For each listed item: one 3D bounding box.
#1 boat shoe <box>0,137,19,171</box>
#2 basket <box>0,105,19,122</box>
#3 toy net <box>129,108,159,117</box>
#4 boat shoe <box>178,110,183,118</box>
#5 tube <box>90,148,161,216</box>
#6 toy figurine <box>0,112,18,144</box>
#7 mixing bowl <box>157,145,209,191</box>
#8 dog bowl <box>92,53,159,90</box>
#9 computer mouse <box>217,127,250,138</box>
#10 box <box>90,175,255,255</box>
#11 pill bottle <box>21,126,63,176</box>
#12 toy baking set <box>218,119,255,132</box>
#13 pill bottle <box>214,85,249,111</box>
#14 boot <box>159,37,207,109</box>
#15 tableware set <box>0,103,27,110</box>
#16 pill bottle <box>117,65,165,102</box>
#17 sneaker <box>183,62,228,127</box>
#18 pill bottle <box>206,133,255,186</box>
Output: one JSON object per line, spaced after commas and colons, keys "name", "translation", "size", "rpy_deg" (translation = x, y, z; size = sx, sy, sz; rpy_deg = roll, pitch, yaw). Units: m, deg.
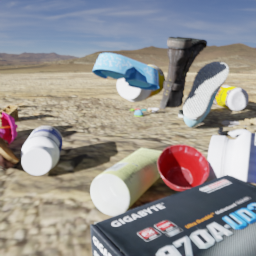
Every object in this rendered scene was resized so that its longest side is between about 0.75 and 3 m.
{"name": "boat shoe", "translation": [-3.152, 0.599, 6.470], "size": [0.760, 0.761, 2.163], "rpy_deg": [-47, 30, -16]}
{"name": "basket", "translation": [-4.767, -0.572, 11.086], "size": [0.591, 0.617, 0.828], "rpy_deg": [-13, 20, -42]}
{"name": "toy net", "translation": [0.764, -0.715, 12.442], "size": [1.373, 0.265, 0.720], "rpy_deg": [-8, 13, -34]}
{"name": "boat shoe", "translation": [2.675, -0.610, 11.749], "size": [1.121, 0.357, 0.396], "rpy_deg": [1, 14, 5]}
{"name": "tube", "translation": [0.274, 0.834, 5.599], "size": [0.808, 0.723, 2.786], "rpy_deg": [48, 25, 8]}
{"name": "toy figurine", "translation": [-4.035, 0.079, 7.754], "size": [1.758, 1.434, 1.911], "rpy_deg": [8, 35, -7]}
{"name": "mixing bowl", "translation": [0.928, 0.769, 4.889], "size": [0.867, 0.470, 0.867], "rpy_deg": [0, 51, 0]}
{"name": "dog bowl", "translation": [-0.004, -0.932, 4.708], "size": [1.199, 0.297, 0.669], "rpy_deg": [14, -5, -29]}
{"name": "computer mouse", "translation": [3.440, 0.156, 8.961], "size": [1.113, 0.244, 0.610], "rpy_deg": [6, 14, 22]}
{"name": "box", "translation": [1.162, 1.419, 3.237], "size": [2.566, 0.590, 2.040], "rpy_deg": [-9, 17, -33]}
{"name": "pill bottle", "translation": [-1.960, 0.515, 6.390], "size": [0.816, 0.816, 1.469], "rpy_deg": [-2, 15, -8]}
{"name": "toy baking set", "translation": [4.240, -0.150, 10.231], "size": [1.382, 0.210, 1.801], "rpy_deg": [-6, 15, -22]}
{"name": "pill bottle", "translation": [4.953, -1.522, 13.885], "size": [1.086, 1.086, 1.987], "rpy_deg": [-3, 14, -11]}
{"name": "boot", "translation": [1.771, -1.844, 9.474], "size": [0.918, 2.308, 2.651], "rpy_deg": [17, 23, 30]}
{"name": "tableware set", "translation": [-5.911, -1.028, 13.700], "size": [1.538, 0.214, 1.841], "rpy_deg": [1, 15, 5]}
{"name": "pill bottle", "translation": [0.430, -1.487, 9.296], "size": [1.137, 1.137, 2.081], "rpy_deg": [6, 16, 23]}
{"name": "sneaker", "translation": [2.662, -1.187, 9.972], "size": [1.008, 1.118, 2.728], "rpy_deg": [30, 68, 20]}
{"name": "pill bottle", "translation": [2.478, 0.709, 4.866], "size": [2.071, 1.198, 1.198], "rpy_deg": [5, 15, 23]}
